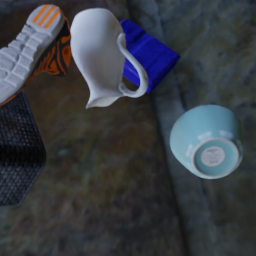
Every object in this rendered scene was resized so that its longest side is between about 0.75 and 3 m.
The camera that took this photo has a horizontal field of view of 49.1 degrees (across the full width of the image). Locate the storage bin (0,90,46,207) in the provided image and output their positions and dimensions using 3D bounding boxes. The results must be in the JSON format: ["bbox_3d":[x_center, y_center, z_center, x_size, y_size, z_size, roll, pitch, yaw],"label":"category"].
[{"bbox_3d":[-3.142,0.335,6.611,1.820,1.262,2.692,-53,49,26],"label":"storage bin"}]

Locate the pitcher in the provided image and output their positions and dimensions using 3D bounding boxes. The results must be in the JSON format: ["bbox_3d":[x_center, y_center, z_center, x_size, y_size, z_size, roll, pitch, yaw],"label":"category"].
[{"bbox_3d":[-0.507,-1.929,7.668,2.154,1.522,2.510,-8,93,36],"label":"pitcher"}]

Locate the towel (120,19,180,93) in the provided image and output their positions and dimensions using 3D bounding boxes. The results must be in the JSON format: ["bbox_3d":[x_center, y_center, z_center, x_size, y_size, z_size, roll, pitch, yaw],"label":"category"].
[{"bbox_3d":[0.338,-2.752,10.364,2.688,0.666,1.985,38,78,11],"label":"towel"}]

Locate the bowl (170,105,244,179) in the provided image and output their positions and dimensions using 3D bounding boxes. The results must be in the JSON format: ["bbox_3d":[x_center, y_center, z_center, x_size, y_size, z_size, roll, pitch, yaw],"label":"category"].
[{"bbox_3d":[2.078,0.512,7.050,1.945,1.017,1.945,0,117,1],"label":"bowl"}]

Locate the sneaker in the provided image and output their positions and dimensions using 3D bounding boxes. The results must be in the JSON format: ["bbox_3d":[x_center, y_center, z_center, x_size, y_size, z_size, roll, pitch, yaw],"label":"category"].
[{"bbox_3d":[-2.131,-1.364,6.464,1.029,1.486,2.653,36,80,16],"label":"sneaker"}]
